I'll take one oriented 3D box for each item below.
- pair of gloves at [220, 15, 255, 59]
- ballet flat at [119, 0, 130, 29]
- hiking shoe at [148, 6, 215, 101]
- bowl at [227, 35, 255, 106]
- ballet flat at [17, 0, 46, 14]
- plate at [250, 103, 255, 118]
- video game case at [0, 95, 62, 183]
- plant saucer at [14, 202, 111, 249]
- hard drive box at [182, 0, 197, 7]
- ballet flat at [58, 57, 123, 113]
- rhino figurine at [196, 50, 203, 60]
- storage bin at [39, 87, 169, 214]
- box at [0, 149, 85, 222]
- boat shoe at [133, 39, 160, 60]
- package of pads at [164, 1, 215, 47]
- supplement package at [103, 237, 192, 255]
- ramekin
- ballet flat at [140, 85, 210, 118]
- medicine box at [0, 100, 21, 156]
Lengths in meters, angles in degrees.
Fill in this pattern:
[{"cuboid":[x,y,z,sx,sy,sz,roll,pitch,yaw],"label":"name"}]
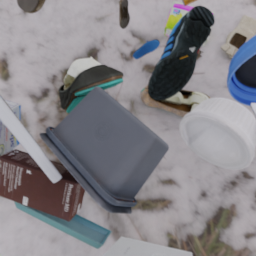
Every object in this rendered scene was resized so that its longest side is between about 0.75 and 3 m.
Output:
[{"cuboid":[4.647,-2.831,9.910,2.329,0.408,1.981,37,77,9],"label":"pair of gloves"},{"cuboid":[-0.135,-3.090,7.536,0.319,0.948,0.220,-33,65,-15],"label":"ballet flat"},{"cuboid":[1.360,-1.925,7.569,0.975,1.136,2.620,29,104,-12],"label":"hiking shoe"},{"cuboid":[3.799,-1.434,6.597,2.875,2.875,0.564,0,63,0],"label":"bowl"},{"cuboid":[-2.230,-4.565,7.865,0.980,0.675,2.910,33,108,-1],"label":"ballet flat"},{"cuboid":[3.447,0.081,5.998,1.445,0.234,1.448,7,45,-5],"label":"plate"},{"cuboid":[-2.372,-0.080,5.859,0.259,2.255,2.055,-37,38,-16],"label":"video game case"},{"cuboid":[-1.615,2.271,6.931,2.409,0.842,0.229,23,96,10],"label":"plant saucer"},{"cuboid":[1.551,-3.792,6.443,1.226,1.573,0.604,-22,63,22],"label":"hard drive box"},{"cuboid":[-1.126,-1.102,6.827,0.947,2.786,0.953,-20,90,-36],"label":"ballet flat"},{"cuboid":[2.298,-2.532,9.907,0.813,0.243,0.355,-20,88,-7],"label":"rhino figurine"},{"cuboid":[-0.329,0.368,5.711,1.539,1.668,2.292,-49,60,3],"label":"storage bin"},{"cuboid":[-2.054,1.316,6.598,2.008,0.752,1.006,15,105,9],"label":"box"},{"cuboid":[0.429,-1.949,6.784,0.755,0.318,0.259,-18,29,30],"label":"boat shoe"},{"cuboid":[2.186,-3.716,10.074,1.613,0.550,1.246,17,75,5],"label":"package of pads"},{"cuboid":[0.351,3.090,5.353,1.711,2.197,1.218,9,83,12],"label":"supplement package"},{"cuboid":[2.127,0.082,6.443,1.768,1.768,0.823,35,65,9],"label":"ramekin"},{"cuboid":[1.781,-0.844,9.075,2.824,0.950,0.961,10,75,2],"label":"ballet flat"},{"cuboid":[-3.396,0.084,7.079,0.709,1.377,1.254,16,116,7],"label":"medicine box"}]
